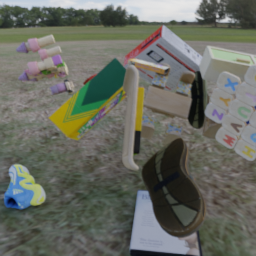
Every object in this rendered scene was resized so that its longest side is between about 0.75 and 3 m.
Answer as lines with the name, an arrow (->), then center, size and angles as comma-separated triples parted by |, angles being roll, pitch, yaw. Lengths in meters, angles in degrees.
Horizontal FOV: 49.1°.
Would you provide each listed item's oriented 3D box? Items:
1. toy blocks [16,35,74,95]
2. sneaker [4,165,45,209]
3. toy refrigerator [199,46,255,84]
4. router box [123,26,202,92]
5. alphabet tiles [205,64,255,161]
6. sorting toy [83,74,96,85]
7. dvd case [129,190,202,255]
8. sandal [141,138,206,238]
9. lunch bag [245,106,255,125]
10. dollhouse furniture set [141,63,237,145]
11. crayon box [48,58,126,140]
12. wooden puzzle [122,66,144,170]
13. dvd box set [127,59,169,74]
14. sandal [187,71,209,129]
toy blocks -> -2.816, -1.759, 9.112 | 1.597, 1.897, 1.773 | -20, 3, -5
sneaker -> -3.482, 1.828, 8.692 | 1.056, 0.761, 2.011 | -22, 33, -40
toy refrigerator -> 3.153, -1.661, 7.812 | 2.103, 0.736, 0.798 | 11, 40, -4
router box -> 1.614, -2.838, 12.360 | 2.759, 0.674, 2.476 | 28, -34, -30
alphabet tiles -> 1.935, -0.192, 4.376 | 1.468, 1.500, 0.110 | 36, 44, 27
sorting toy -> -0.863, -1.878, 11.280 | 2.028, 0.698, 0.703 | -32, -2, -42
dvd case -> 1.028, 2.557, 7.720 | 1.735, 0.213, 2.432 | 2, 24, 6
sandal -> 0.992, 1.155, 5.666 | 1.180, 0.788, 2.888 | -34, 21, 9
lunch bag -> 3.834, -0.242, 6.233 | 1.740, 2.561, 1.694 | 20, 23, -37
dollhouse furniture set -> 1.761, -0.715, 8.374 | 2.487, 1.618, 2.284 | 17, 65, 2
crayon box -> -1.109, -0.731, 8.912 | 2.466, 0.833, 2.858 | -42, 0, -7
wooden puzzle -> 0.098, -0.111, 6.159 | 0.380, 2.040, 1.887 | 0, -7, -4
dvd box set -> 0.586, -1.766, 8.019 | 1.076, 0.158, 0.788 | 17, 19, 11
sandal -> 2.807, -1.044, 10.743 | 0.643, 2.254, 0.895 | -8, 17, -35
